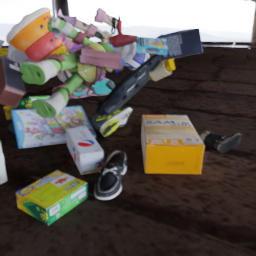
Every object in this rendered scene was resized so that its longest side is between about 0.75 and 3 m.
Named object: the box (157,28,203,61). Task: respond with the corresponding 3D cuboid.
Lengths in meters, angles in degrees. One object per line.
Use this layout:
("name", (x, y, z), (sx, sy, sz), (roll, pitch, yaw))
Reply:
("box", (1.551, -2.568, 8.570), (1.217, 0.756, 1.227), (-9, 18, 9))

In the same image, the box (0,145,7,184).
("box", (-4.353, 0.985, 6.749), (1.227, 1.439, 2.251), (14, 25, 32))

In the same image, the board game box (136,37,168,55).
("board game box", (0.642, -2.263, 7.708), (0.832, 0.195, 0.628), (3, 42, -4))

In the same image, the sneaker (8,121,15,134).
("sneaker", (-3.713, -0.345, 11.028), (0.936, 0.824, 2.213), (11, 24, 27))

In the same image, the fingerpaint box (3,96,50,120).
("fingerpaint box", (-4.067, -0.828, 11.620), (1.311, 0.576, 1.571), (-17, 2, 17))

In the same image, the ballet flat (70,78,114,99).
("ballet flat", (-2.201, -2.190, 15.766), (2.996, 1.036, 1.066), (-18, 8, -37))

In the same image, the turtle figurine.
("turtle figurine", (-1.813, -1.690, 7.497), (2.878, 2.071, 2.791), (36, 45, 1))

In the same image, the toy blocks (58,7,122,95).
("toy blocks", (-1.843, -2.996, 10.641), (2.202, 2.444, 2.616), (17, -21, -22))

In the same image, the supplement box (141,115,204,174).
("supplement box", (1.271, 0.413, 8.875), (1.632, 0.952, 2.589), (1, 21, -1))

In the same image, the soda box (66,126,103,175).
("soda box", (-1.393, 0.638, 8.724), (0.713, 0.666, 2.092), (-8, 23, -21))

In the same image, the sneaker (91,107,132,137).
("sneaker", (-0.614, -0.464, 10.961), (0.922, 0.812, 2.180), (35, 32, 13))

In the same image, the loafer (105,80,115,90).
("loafer", (-0.491, -1.494, 10.836), (0.269, 0.855, 0.307), (-54, 18, -28))

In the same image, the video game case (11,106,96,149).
("video game case", (-2.703, -0.107, 10.128), (2.644, 0.235, 1.892), (-6, 42, -27))

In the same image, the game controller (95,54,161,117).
("game controller", (0.051, -1.242, 7.709), (0.533, 1.320, 2.531), (38, 47, 4))

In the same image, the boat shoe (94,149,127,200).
("boat shoe", (-0.423, 1.181, 7.439), (0.712, 0.582, 1.928), (5, 22, 14))

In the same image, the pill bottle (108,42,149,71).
("pill bottle", (0.004, -2.706, 10.072), (0.951, 0.951, 1.588), (14, 0, 31))

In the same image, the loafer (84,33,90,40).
("loafer", (-1.812, -4.165, 12.593), (0.397, 1.105, 0.348), (43, 38, -10))

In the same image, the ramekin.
("ramekin", (-3.570, -2.941, 11.092), (2.409, 2.409, 1.122), (3, 66, 1))

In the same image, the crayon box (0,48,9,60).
("crayon box", (-5.093, -3.154, 12.805), (1.660, 0.484, 1.432), (-7, 43, -18))

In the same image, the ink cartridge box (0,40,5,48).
("ink cartridge box", (-5.637, -2.953, 9.826), (0.838, 1.455, 2.513), (42, 9, -3))

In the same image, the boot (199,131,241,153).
("boot", (3.185, 0.382, 9.678), (1.321, 0.483, 0.995), (-23, 31, -34))

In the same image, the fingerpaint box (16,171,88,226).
("fingerpaint box", (-1.756, 1.586, 6.566), (1.051, 0.462, 1.259), (14, 25, 31))

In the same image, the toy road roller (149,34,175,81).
("toy road roller", (1.346, -2.735, 11.222), (1.086, 1.767, 1.290), (-20, -17, 35))

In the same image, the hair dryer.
("hair dryer", (-0.299, -3.059, 8.865), (1.419, 1.080, 0.385), (34, -4, 11))

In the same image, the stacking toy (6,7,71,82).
("stacking toy", (-2.638, -2.576, 9.486), (1.809, 2.476, 1.809), (-34, 19, 14))

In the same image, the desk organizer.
("desk organizer", (-3.421, -1.320, 8.021), (0.567, 0.609, 1.582), (19, 30, -41))
